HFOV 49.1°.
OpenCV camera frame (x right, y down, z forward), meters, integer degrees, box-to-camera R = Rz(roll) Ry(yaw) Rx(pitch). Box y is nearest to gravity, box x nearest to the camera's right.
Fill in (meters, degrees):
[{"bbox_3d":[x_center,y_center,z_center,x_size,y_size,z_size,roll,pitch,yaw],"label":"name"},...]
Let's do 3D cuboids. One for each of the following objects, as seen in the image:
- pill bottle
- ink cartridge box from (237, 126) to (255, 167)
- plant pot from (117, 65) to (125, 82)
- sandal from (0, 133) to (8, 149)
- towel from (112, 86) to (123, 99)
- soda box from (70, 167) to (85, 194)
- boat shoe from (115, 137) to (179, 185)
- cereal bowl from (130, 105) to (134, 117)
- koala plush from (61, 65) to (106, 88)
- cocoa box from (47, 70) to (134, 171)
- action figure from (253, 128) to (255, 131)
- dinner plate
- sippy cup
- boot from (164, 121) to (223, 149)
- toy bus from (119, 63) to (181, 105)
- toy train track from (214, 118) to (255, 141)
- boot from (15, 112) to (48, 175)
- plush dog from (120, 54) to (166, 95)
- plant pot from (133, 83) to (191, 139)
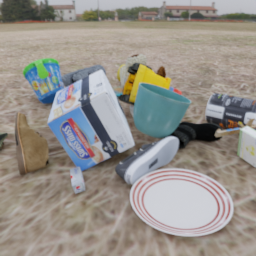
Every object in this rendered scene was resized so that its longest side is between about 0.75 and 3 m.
[{"bbox_3d":[4.174,-0.505,10.395,2.308,1.226,1.226,17,30,32],"label":"pill bottle"},{"bbox_3d":[3.802,0.702,7.999,0.336,1.020,1.402,-23,37,-19],"label":"ink cartridge box"},{"bbox_3d":[0.026,-3.054,16.285,0.981,1.042,1.042,26,34,30],"label":"plant pot"},{"bbox_3d":[-4.323,0.598,9.178,0.505,0.363,1.272,0,40,3],"label":"sandal"},{"bbox_3d":[-0.432,-1.948,14.842,1.304,0.193,1.778,20,31,35],"label":"towel"},{"bbox_3d":[-1.352,1.374,7.442,0.283,0.263,0.830,-19,27,-6],"label":"soda box"},{"bbox_3d":[0.571,0.835,8.168,0.791,0.835,2.389,22,40,36],"label":"boat shoe"},{"bbox_3d":[1.051,-0.622,10.924,1.933,0.805,1.933,-10,9,2],"label":"cereal bowl"},{"bbox_3d":[-1.556,-1.595,11.921,1.719,1.871,1.659,-31,24,-36],"label":"koala plush"},{"bbox_3d":[-1.154,-0.355,8.808,1.827,1.857,2.784,-26,26,4],"label":"cocoa box"},{"bbox_3d":[4.694,0.257,8.746,2.071,1.083,2.003,0,-5,-13],"label":"action figure"},{"bbox_3d":[1.241,1.742,6.715,2.401,0.291,2.401,-1,24,0],"label":"dinner plate"},{"bbox_3d":[-3.778,-2.080,13.029,1.765,1.648,2.248,-28,-10,23],"label":"sippy cup"},{"bbox_3d":[2.197,0.271,9.431,1.720,0.647,1.286,5,18,32],"label":"boot"},{"bbox_3d":[0.896,-1.495,11.055,2.164,1.530,2.254,15,4,-11],"label":"toy bus"},{"bbox_3d":[3.599,0.041,9.384,1.747,1.002,0.284,-8,44,-22],"label":"toy train track"},{"bbox_3d":[-3.026,0.387,8.681,0.908,0.886,2.408,-10,46,-20],"label":"boot"},{"bbox_3d":[0.791,-2.326,13.969,2.163,2.020,2.518,4,-9,-13],"label":"plush dog"},{"bbox_3d":[0.922,-0.490,8.831,1.695,1.360,1.695,18,18,-6],"label":"plant pot"}]
